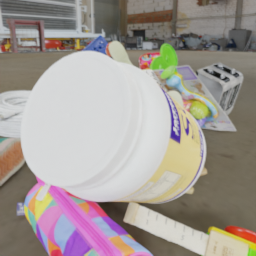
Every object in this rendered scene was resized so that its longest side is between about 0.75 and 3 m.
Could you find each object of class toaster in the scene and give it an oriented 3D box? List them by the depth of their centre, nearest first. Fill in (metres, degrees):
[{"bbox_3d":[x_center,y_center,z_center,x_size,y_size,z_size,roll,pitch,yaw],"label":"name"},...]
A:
[{"bbox_3d":[3.105,-1.203,10.256,1.202,2.026,1.832,31,37,31],"label":"toaster"}]

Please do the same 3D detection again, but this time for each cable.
[{"bbox_3d":[-3.441,-0.565,9.705,2.734,0.946,2.733,-6,23,-23],"label":"cable"}]

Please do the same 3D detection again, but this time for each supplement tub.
[{"bbox_3d":[-0.044,0.176,4.433,1.972,1.972,2.713,12,-8,31],"label":"supplement tub"}]

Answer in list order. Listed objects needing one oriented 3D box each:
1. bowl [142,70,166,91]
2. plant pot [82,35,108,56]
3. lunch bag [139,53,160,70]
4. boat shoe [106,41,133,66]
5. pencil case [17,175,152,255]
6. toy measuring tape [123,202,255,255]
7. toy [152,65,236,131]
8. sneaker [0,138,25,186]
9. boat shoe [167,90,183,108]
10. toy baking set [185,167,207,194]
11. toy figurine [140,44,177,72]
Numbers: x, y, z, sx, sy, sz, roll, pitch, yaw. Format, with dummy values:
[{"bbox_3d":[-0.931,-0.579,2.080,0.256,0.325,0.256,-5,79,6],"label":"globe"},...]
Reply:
[{"bbox_3d":[0.533,-0.696,8.953,2.124,2.124,0.997,-13,47,-33],"label":"bowl"},{"bbox_3d":[-1.052,-2.759,10.425,0.949,0.853,0.949,-38,5,9],"label":"plant pot"},{"bbox_3d":[1.475,-2.474,13.320,1.881,2.135,0.875,-5,9,-7],"label":"lunch bag"},{"bbox_3d":[-0.172,-1.888,9.300,0.706,1.982,0.620,-31,15,-18],"label":"boat shoe"},{"bbox_3d":[-0.692,1.485,3.909,1.078,1.078,2.439,-14,24,-35],"label":"pencil case"},{"bbox_3d":[1.002,1.546,3.633,2.269,0.835,0.835,21,21,2],"label":"toy measuring tape"},{"bbox_3d":[1.830,-0.636,8.285,0.639,2.705,1.558,-51,28,-19],"label":"toy"},{"bbox_3d":[-3.255,0.925,5.830,1.053,0.941,2.636,-4,15,14],"label":"sneaker"},{"bbox_3d":[1.033,-0.112,7.181,0.659,1.852,0.580,2,26,5],"label":"boat shoe"},{"bbox_3d":[0.579,0.676,6.321,2.279,0.265,1.749,5,44,5],"label":"toy baking set"},{"bbox_3d":[0.738,-2.043,12.100,2.467,2.681,2.013,-11,-27,44],"label":"toy figurine"}]
